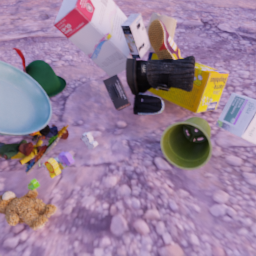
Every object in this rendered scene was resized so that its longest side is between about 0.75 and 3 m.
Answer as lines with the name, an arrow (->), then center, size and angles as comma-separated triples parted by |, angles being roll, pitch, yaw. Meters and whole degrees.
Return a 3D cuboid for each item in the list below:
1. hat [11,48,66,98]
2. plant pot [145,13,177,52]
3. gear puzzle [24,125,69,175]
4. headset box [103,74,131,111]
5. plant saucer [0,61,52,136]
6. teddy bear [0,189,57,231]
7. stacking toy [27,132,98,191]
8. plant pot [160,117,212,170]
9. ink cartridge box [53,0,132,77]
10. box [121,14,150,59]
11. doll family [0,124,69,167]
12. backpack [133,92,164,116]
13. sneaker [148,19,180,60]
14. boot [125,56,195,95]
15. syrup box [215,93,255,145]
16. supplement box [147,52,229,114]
hat -> -3.623, -2.585, 10.942 | 2.211, 2.349, 2.669 | -24, 42, -30
plant pot -> 1.121, -3.344, 9.960 | 1.349, 1.235, 1.349 | 16, 20, -6
gear puzzle -> -1.858, 0.434, 6.395 | 0.186, 1.421, 0.736 | 42, 10, -13
headset box -> -0.327, -1.071, 8.721 | 0.491, 0.973, 1.309 | -24, 0, 4
plant saucer -> -3.342, -0.743, 7.201 | 2.742, 0.493, 2.742 | 30, 32, -21
teddy bear -> -2.408, 1.826, 6.455 | 1.514, 0.506, 1.098 | 24, 40, 29
stacking toy -> -1.503, 0.743, 6.140 | 0.378, 1.609, 1.213 | 54, 47, -2
plant pot -> 1.819, 0.291, 8.054 | 1.413, 1.413, 1.341 | 17, 26, 21
ink cartridge box -> -1.003, -3.600, 10.152 | 1.249, 2.917, 2.153 | -20, 46, 33
box -> 0.255, -2.814, 8.652 | 0.351, 1.167, 0.681 | 14, 55, 33
doll family -> -2.773, 0.330, 8.089 | 1.571, 1.067, 2.718 | 1, 33, 10
backpack -> 0.693, -0.741, 9.011 | 0.920, 0.750, 0.707 | 1, -7, 25
sneaker -> 1.227, -2.689, 9.181 | 0.657, 1.754, 0.790 | -18, 1, 37
boot -> 1.068, -1.601, 8.967 | 2.036, 1.025, 2.723 | -1, 4, 7
syrup box -> 3.284, 0.018, 6.768 | 2.232, 0.879, 0.909 | 20, 10, -29
supplement box -> 1.987, -1.719, 10.248 | 2.624, 1.437, 1.428 | 31, 28, 35
